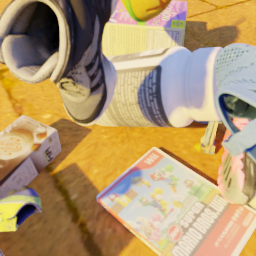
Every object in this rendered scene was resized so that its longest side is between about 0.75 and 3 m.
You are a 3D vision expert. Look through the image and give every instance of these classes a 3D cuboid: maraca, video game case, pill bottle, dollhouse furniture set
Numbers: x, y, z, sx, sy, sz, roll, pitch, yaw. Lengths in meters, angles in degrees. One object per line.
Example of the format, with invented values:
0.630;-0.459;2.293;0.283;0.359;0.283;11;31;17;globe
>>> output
0.516;-3.764;6.429;1.370;2.561;1.756;24;28;27;maraca
0.936;1.554;5.411;2.589;0.226;1.851;32;52;30;video game case
0.584;-0.859;6.268;2.994;1.705;1.705;2;39;33;pill bottle
1.707;-0.311;6.572;0.921;1.332;1.411;12;33;12;dollhouse furniture set

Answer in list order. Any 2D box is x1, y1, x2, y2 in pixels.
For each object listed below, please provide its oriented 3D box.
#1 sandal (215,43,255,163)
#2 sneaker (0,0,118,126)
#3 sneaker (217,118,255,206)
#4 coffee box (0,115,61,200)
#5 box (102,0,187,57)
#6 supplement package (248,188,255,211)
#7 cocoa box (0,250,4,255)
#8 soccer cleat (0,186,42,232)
1.573;-0.363;3.671;1.001;0.914;2.299;13;46;-21;sandal
-0.715;-0.673;3.027;0.866;2.295;1.306;20;45;11;sneaker
2.663;0.563;5.811;1.305;1.081;2.737;22;41;9;sneaker
-2.446;0.649;5.999;1.036;0.722;1.812;21;47;20;coffee box
0.637;-3.513;9.963;2.700;1.305;2.375;8;44;8;box
3.588;1.388;4.723;1.392;1.397;2.381;-28;50;-26;supplement package
-2.534;2.160;3.818;1.545;1.520;2.316;-28;50;-27;cocoa box
-1.647;1.158;3.526;1.139;0.368;0.476;-26;58;-28;soccer cleat
